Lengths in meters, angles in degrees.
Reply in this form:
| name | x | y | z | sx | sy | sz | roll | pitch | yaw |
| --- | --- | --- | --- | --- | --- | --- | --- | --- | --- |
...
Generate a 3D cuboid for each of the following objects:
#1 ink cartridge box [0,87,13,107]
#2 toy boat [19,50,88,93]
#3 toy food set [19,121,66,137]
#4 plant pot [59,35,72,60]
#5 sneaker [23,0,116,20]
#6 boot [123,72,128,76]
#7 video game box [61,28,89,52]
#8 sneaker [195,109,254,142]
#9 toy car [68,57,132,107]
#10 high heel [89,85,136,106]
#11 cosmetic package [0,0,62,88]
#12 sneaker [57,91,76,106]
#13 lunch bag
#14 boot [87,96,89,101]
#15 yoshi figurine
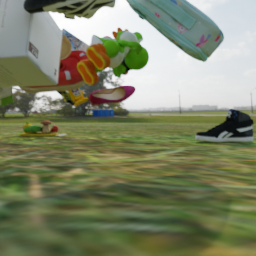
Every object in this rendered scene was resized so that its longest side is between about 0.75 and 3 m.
| name | x | y | z | sx | sy | sz | roll | pitch | yaw |
| --- | --- | --- | --- | --- | --- | --- | --- | --- | --- |
| ink cartridge box | -5.324 | -2.441 | 10.264 | 2.157 | 2.918 | 1.105 | 38 | 44 | 26 |
| toy boat | -2.512 | -2.269 | 9.339 | 2.644 | 1.728 | 1.725 | -9 | 44 | -25 |
| toy food set | -3.816 | 0.010 | 12.503 | 2.104 | 0.687 | 1.238 | 0 | 2 | 12 |
| plant pot | -2.192 | -2.471 | 8.582 | 0.907 | 0.907 | 0.125 | 0 | -13 | -15 |
| sneaker | -1.128 | -2.467 | 5.650 | 1.874 | 0.694 | 0.829 | -10 | -31 | 6 |
| boot | -0.339 | -2.963 | 11.904 | 0.467 | 1.327 | 0.950 | -22 | 31 | 14 |
| video game box | -2.582 | -3.093 | 12.304 | 1.702 | 1.868 | 0.437 | 31 | 13 | -19 |
| sneaker | 3.152 | -0.088 | 9.266 | 1.951 | 1.092 | 0.713 | 0 | 0 | -8 |
| toy car | -0.955 | -2.089 | 9.946 | 2.937 | 0.977 | 1.441 | -34 | -11 | -13 |
| high heel | -0.583 | -1.396 | 11.111 | 2.002 | 0.674 | 0.960 | -13 | -12 | -11 |
| cosmetic package | -2.756 | -1.951 | 6.550 | 1.899 | 1.567 | 1.565 | -1 | -13 | 9 |
| sneaker | -2.838 | -1.424 | 12.923 | 1.122 | 0.475 | 0.418 | 28 | -26 | -4 |
| lunch bag | 1.098 | -2.630 | 6.779 | 2.443 | 0.942 | 1.959 | 41 | 22 | 11 |
| boot | -1.628 | -1.399 | 12.922 | 0.986 | 0.363 | 0.372 | -2 | 15 | 44 |
| yoshi figurine | -0.167 | -1.992 | 8.018 | 1.410 | 1.404 | 2.508 | 18 | 39 | 28 |
